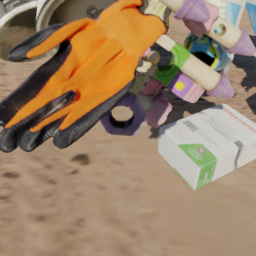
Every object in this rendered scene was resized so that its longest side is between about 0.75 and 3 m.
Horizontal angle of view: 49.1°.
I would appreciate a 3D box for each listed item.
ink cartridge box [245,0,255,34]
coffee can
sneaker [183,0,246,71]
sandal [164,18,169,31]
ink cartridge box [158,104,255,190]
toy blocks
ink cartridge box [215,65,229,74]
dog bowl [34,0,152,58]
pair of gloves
[{"bbox_3d":[3.673,-3.121,5.580,1.597,1.604,2.187,-32,18,-16],"label":"ink cartridge box"},{"bbox_3d":[-2.765,-3.344,6.736,2.078,2.078,2.840,-24,81,-27],"label":"coffee can"},{"bbox_3d":[1.578,-2.023,5.184,0.884,2.222,1.450,10,29,31],"label":"sneaker"},{"bbox_3d":[0.049,-3.254,7.017,1.051,2.616,0.706,-38,0,4],"label":"sandal"},{"bbox_3d":[1.860,0.338,6.314,1.915,0.807,1.399,-19,43,-22],"label":"ink cartridge box"},{"bbox_3d":[0.812,-0.838,4.247,1.914,2.124,2.273,32,22,-10],"label":"toy blocks"},{"bbox_3d":[2.715,-1.832,9.319,0.698,0.328,1.484,28,47,31],"label":"ink cartridge box"},{"bbox_3d":[-0.649,-2.306,5.541,2.471,2.471,0.911,-13,71,-15],"label":"dog bowl"},{"bbox_3d":[-0.741,-0.863,2.090,1.907,0.236,1.699,46,66,-8],"label":"pair of gloves"}]
